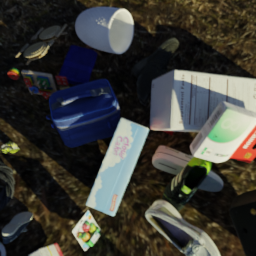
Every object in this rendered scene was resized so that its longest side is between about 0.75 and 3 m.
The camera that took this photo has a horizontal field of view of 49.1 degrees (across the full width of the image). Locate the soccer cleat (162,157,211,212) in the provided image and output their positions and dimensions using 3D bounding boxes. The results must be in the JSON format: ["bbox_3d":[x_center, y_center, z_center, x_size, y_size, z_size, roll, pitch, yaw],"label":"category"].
[{"bbox_3d":[1.682,1.819,8.539,0.810,0.972,2.398,33,114,8],"label":"soccer cleat"}]

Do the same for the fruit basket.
[{"bbox_3d":[-1.231,3.122,8.488,0.420,0.896,0.830,2,34,34],"label":"fruit basket"}]

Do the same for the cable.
[{"bbox_3d":[-4.530,2.029,9.322,1.465,0.456,1.795,-10,80,-13],"label":"cable"}]

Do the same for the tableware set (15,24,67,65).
[{"bbox_3d":[-3.166,-3.182,10.636,1.355,0.411,2.050,3,50,26],"label":"tableware set"}]

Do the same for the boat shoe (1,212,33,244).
[{"bbox_3d":[-3.380,3.049,8.611,0.497,1.328,0.411,12,105,6],"label":"boat shoe"}]

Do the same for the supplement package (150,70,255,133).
[{"bbox_3d":[2.258,-0.679,8.516,2.811,1.644,1.649,3,89,-16],"label":"supplement package"}]

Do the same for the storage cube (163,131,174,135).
[{"bbox_3d":[1.433,-0.303,10.008,0.733,0.771,0.857,24,71,8],"label":"storage cube"}]

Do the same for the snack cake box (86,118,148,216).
[{"bbox_3d":[-0.291,1.116,8.614,0.907,1.553,2.700,22,89,3],"label":"snack cake box"}]

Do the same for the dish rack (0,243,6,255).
[{"bbox_3d":[-5.256,4.100,8.464,2.372,0.602,2.763,39,74,14],"label":"dish rack"}]

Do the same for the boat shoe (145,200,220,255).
[{"bbox_3d":[1.596,3.266,8.406,2.517,0.928,0.807,43,33,15],"label":"boat shoe"}]

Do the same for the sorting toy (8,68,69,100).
[{"bbox_3d":[-3.175,-1.490,10.205,2.315,1.116,0.392,9,55,6],"label":"sorting toy"}]

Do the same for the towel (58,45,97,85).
[{"bbox_3d":[-1.959,-2.428,11.043,1.181,0.396,1.599,15,70,-2],"label":"towel"}]

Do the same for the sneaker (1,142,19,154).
[{"bbox_3d":[-4.094,0.656,9.579,0.339,0.898,0.343,-33,80,-2],"label":"sneaker"}]

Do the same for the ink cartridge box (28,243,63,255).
[{"bbox_3d":[-2.563,3.849,8.050,0.928,1.279,0.533,-30,73,-1],"label":"ink cartridge box"}]

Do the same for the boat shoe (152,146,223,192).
[{"bbox_3d":[2.045,1.253,9.341,2.463,0.906,0.822,26,47,-1],"label":"boat shoe"}]

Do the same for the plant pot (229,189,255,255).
[{"bbox_3d":[4.038,2.683,7.899,1.774,1.995,2.000,4,63,-45],"label":"plant pot"}]

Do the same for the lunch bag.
[{"bbox_3d":[-1.531,-0.575,9.436,2.410,1.594,1.637,-17,47,-8],"label":"lunch bag"}]

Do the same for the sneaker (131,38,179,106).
[{"bbox_3d":[1.202,-2.191,10.736,2.678,0.804,1.397,-37,73,-7],"label":"sneaker"}]

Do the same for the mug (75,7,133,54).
[{"bbox_3d":[-0.860,-3.559,10.528,1.822,2.078,1.534,20,84,29],"label":"mug"}]

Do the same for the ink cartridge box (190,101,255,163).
[{"bbox_3d":[2.931,0.303,7.437,2.038,1.640,0.510,17,34,-13],"label":"ink cartridge box"}]
